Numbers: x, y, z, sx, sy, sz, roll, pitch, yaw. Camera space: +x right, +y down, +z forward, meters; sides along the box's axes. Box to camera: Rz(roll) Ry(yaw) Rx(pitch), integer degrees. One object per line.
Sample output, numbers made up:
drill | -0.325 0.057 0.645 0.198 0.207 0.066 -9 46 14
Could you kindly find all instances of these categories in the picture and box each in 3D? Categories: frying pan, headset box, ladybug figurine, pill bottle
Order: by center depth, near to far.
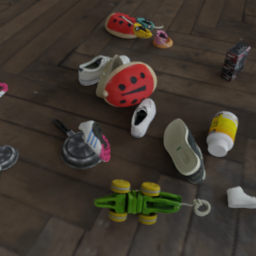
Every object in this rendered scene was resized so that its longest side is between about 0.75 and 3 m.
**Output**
frying pan | -3.993 1.119 8.452 0.973 0.262 1.608 10 46 11
pill bottle | 2.966 0.206 8.888 0.787 0.787 1.441 18 50 16
frying pan | -1.578 0.306 9.134 1.433 0.385 2.368 -13 52 -13
ladybug figurine | 0.133 -1.429 9.701 2.276 1.545 0.819 -26 38 -29
headset box | 4.284 -2.694 11.171 0.521 1.348 1.003 35 55 28
ladybug figurine | -0.237 -5.051 13.741 2.086 0.750 1.416 30 54 25

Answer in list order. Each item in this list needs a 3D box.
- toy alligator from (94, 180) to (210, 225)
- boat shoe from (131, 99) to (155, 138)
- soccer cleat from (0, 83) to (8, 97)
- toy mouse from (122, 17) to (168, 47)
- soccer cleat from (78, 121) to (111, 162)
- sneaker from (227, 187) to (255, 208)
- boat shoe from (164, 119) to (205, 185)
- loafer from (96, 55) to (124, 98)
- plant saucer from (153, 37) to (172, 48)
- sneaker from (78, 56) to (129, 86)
toy alligator | 0.596 1.922 7.267 2.938 0.974 0.706 7 8 -3
boat shoe | 0.536 -0.480 9.627 0.655 0.581 1.779 6 48 13
soccer cleat | -4.963 -1.317 10.560 0.399 0.493 1.142 42 26 -20
toy mouse | 1.063 -4.419 12.949 2.375 0.460 2.111 38 38 9
soccer cleat | -0.949 0.388 8.068 0.625 1.447 0.506 -1 39 23
sneaker | 3.210 1.873 7.646 0.987 0.364 0.570 2 51 3
boat shoe | 1.709 0.661 8.586 0.880 0.828 2.449 -36 34 19
loafer | -0.744 -1.968 10.725 0.710 0.787 2.080 -7 49 33
plant saucer | 1.639 -4.091 13.261 0.921 0.172 0.921 0 47 0
sneaker | -0.923 -2.495 11.329 2.381 0.843 0.870 -31 55 -26
